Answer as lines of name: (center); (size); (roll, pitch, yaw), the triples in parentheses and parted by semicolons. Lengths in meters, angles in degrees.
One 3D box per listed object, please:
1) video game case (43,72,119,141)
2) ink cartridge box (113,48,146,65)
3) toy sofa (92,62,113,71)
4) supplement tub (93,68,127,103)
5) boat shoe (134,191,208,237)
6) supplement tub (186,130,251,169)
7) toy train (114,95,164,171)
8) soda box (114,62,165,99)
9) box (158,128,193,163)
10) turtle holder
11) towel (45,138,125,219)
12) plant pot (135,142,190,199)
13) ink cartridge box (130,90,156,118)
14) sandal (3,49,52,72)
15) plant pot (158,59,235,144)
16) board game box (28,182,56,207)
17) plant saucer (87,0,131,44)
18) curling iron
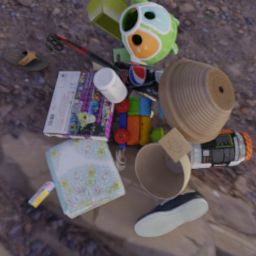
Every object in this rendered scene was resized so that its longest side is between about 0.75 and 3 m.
video game case: (-1.544, -0.795, 9.436); (2.160, 0.427, 2.384); (3, 69, 13)
ink cartridge box: (0.105, -3.081, 11.857); (1.429, 0.343, 1.040); (-3, 65, -4)
toy sofa: (-0.892, -2.136, 10.207); (0.409, 0.987, 0.482); (-3, 95, 21)
supplement tub: (-0.523, -1.249, 8.374); (0.689, 1.045, 0.689); (-7, 68, 17)
boat shoe: (1.308, 2.705, 8.898); (2.377, 0.899, 0.717); (-18, 25, 0)
supplement tub: (3.004, 0.703, 9.540); (2.021, 1.238, 1.238); (-4, 65, -1)
toy train: (0.461, 0.365, 9.570); (1.705, 1.247, 2.947); (0, 84, 11)
soda box: (0.653, -1.769, 10.125); (0.968, 0.866, 2.736); (-12, 26, -41)
box: (1.314, 0.478, 7.817); (0.637, 0.083, 0.780); (-42, 82, 15)
turtle holder: (0.575, -3.008, 8.174); (1.583, 1.480, 2.084); (13, 86, 46)
towel: (-1.449, 1.452, 9.252); (2.107, 0.593, 2.461); (-24, 75, 3)
plant pot: (1.315, 1.251, 9.176); (1.813, 1.813, 1.217); (48, 36, 20)
ink cartridge box: (0.470, -0.955, 10.569); (1.204, 0.406, 0.701); (33, 106, 22)
sandal: (-4.247, -2.925, 11.630); (2.117, 0.578, 0.865); (18, 66, 9)
plant pot: (2.292, -0.936, 8.400); (2.675, 1.235, 2.675); (12, 70, -35)
board game box: (-2.743, 2.093, 8.891); (0.177, 0.670, 0.876); (47, 63, -14)
plant saucer: (-0.284, -3.673, 9.938); (2.452, 2.456, 0.588); (28, 88, -22)
curling iron: (-1.377, -2.228, 8.734); (2.556, 0.327, 0.634); (20, 86, -20)
